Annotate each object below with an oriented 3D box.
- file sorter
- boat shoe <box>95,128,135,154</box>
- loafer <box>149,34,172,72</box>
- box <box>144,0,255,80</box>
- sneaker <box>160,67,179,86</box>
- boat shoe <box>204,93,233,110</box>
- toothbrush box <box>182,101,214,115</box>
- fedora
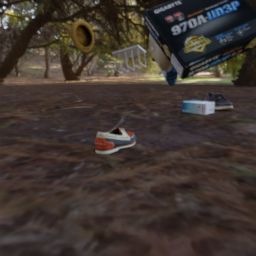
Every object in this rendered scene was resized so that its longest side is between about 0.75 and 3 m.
[{"bbox_3d":[0.076,-3.093,12.804,1.318,0.821,0.915,-10,-8,24],"label":"file sorter"},{"bbox_3d":[-0.283,0.250,7.091,0.573,0.504,1.610,4,10,30],"label":"boat shoe"},{"bbox_3d":[1.241,-2.966,10.822,0.952,0.859,2.516,10,34,-11],"label":"loafer"},{"bbox_3d":[2.160,-2.817,7.862,2.762,2.195,0.635,-24,-22,-9],"label":"box"},{"bbox_3d":[1.988,-3.367,14.927,0.885,2.361,1.023,-30,30,-19],"label":"sneaker"},{"bbox_3d":[4.741,-1.449,14.975,0.914,0.824,2.542,-1,11,-7],"label":"boat shoe"},{"bbox_3d":[3.332,-0.975,13.325,1.245,0.531,0.911,12,16,42],"label":"toothbrush box"},{"bbox_3d":[-1.822,-3.429,10.568,0.501,1.228,1.228,4,11,35],"label":"fedora"}]
